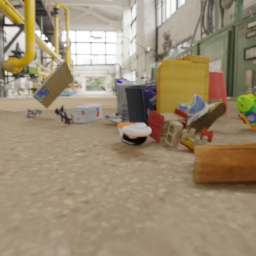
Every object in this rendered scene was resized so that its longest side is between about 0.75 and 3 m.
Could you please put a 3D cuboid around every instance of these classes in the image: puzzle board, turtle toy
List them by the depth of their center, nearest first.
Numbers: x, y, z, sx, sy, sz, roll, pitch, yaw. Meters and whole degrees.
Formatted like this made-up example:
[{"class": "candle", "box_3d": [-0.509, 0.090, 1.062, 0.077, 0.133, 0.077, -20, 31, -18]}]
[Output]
[{"class": "turtle toy", "box_3d": [4.687, -0.625, 10.668, 0.895, 1.770, 1.290, -33, 38, 9]}, {"class": "puzzle board", "box_3d": [-3.764, -2.138, 14.240, 0.260, 2.253, 2.990, 40, -8, 1]}]

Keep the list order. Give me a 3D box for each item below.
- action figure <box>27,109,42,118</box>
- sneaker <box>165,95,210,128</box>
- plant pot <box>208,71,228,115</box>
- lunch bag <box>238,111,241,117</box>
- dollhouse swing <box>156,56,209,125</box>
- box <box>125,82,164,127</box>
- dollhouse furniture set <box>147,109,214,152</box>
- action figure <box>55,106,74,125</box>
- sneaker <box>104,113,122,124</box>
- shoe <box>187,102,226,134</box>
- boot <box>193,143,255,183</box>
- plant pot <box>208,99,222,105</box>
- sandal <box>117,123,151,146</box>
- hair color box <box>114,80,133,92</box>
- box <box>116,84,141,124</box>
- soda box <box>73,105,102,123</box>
[{"class": "action figure", "box_3d": [-5.209, -0.823, 15.479, 0.815, 0.435, 1.253, -9, 9, -25]}, {"class": "sneaker", "box_3d": [1.814, -0.402, 9.571, 1.893, 0.729, 0.717, -35, 15, -1]}, {"class": "plant pot", "box_3d": [4.800, -2.172, 17.516, 2.928, 2.590, 2.928, 0, 8, 0]}, {"class": "lunch bag", "box_3d": [6.600, -0.773, 14.477, 1.231, 0.631, 1.531, -6, 10, -22]}, {"class": "dollhouse swing", "box_3d": [1.884, -1.467, 11.632, 2.494, 2.837, 2.578, -3, 9, -18]}, {"class": "box", "box_3d": [1.181, -0.950, 11.179, 2.303, 1.704, 1.201, -17, 17, -31]}, {"class": "dollhouse furniture set", "box_3d": [1.551, 0.197, 8.070, 1.116, 0.843, 2.073, -5, 27, -33]}, {"class": "action figure", "box_3d": [-2.644, -0.458, 11.817, 0.675, 1.037, 0.360, -12, 49, 15]}, {"class": "sneaker", "box_3d": [-0.632, -0.463, 12.510, 0.991, 0.437, 0.373, 19, -2, 38]}, {"class": "shoe", "box_3d": [2.837, -0.380, 10.417, 2.056, 0.719, 0.549, -28, 22, -29]}, {"class": "boot", "box_3d": [2.848, 0.569, 5.552, 2.975, 1.019, 2.801, -5, 14, 21]}, {"class": "plant pot", "box_3d": [3.535, -0.945, 14.229, 2.328, 1.075, 2.328, 0, 9, 0]}, {"class": "sandal", "box_3d": [0.145, 0.227, 7.683, 0.819, 0.613, 2.137, -2, 7, -5]}, {"class": "hair color box", "box_3d": [-0.211, -2.000, 13.410, 0.331, 0.558, 1.021, 26, 20, 26]}, {"class": "box", "box_3d": [0.408, -1.147, 13.025, 1.023, 1.793, 1.949, 3, 9, 34]}, {"class": "soda box", "box_3d": [-1.966, -0.735, 13.897, 0.688, 0.736, 2.160, 4, 9, 15]}]
